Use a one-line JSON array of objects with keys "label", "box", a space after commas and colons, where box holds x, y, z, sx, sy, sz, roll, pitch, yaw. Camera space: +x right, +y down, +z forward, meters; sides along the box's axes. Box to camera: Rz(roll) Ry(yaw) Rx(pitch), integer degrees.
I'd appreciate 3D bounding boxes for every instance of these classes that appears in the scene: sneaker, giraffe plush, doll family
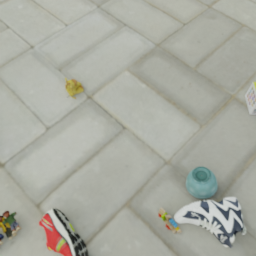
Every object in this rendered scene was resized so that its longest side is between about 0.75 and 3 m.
[{"label": "sneaker", "box": [-2.319, 4.130, 9.969, 1.070, 0.971, 2.521, -40, 67, 4]}, {"label": "giraffe plush", "box": [-2.693, -1.991, 13.322, 0.917, 0.862, 1.063, 24, 63, 13]}, {"label": "doll family", "box": [-4.725, 3.756, 10.172, 1.791, 0.703, 1.035, -39, 72, -17]}, {"label": "sneaker", "box": [3.051, 3.538, 10.076, 2.520, 1.006, 1.640, -4, 51, -14]}]

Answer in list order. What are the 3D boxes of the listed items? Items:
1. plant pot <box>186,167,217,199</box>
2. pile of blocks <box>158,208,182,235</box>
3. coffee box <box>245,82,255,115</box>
[{"label": "plant pot", "box": [2.851, 2.013, 10.902, 1.227, 0.822, 1.227, -8, 48, 9]}, {"label": "pile of blocks", "box": [1.488, 3.515, 10.421, 0.351, 0.463, 1.129, -37, 67, -19]}, {"label": "coffee box", "box": [6.183, -1.360, 12.825, 1.108, 1.096, 1.106, -1, 60, -1]}]
